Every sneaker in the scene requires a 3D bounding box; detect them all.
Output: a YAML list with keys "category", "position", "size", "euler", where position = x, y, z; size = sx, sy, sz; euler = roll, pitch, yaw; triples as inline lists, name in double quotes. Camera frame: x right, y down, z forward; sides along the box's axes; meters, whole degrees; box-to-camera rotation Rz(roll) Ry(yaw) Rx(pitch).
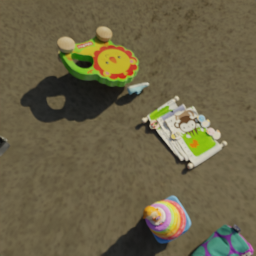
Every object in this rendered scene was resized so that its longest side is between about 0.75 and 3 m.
- category: "sneaker"
  position: [0.415, -1.572, 11.413]
  size: [0.949, 0.351, 0.389]
  euler: [-16, 96, -13]

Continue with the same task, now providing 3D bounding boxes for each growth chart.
- category: "growth chart"
  position: [2.233, 0.118, 10.986]
  size: [2.113, 0.259, 2.920]
  euler: [-39, 77, -13]

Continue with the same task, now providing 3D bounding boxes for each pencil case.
- category: "pencil case"
  position: [2.716, 4.417, 9.029]
  size: [2.766, 1.278, 1.177]
  euler: [-40, 115, -10]

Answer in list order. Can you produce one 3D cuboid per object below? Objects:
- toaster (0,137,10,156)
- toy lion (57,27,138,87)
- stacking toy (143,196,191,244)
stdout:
- category: "toaster"
  position: [-5.179, 0.668, 10.592]
  size: [0.956, 0.628, 1.058]
  euler: [36, 75, 11]
- category: "toy lion"
  position: [-1.068, -2.630, 11.096]
  size: [2.746, 0.943, 2.632]
  euler: [-25, 70, -25]
- category: "stacking toy"
  position: [1.013, 2.814, 8.844]
  size: [1.372, 2.364, 1.297]
  euler: [-33, 59, 6]
